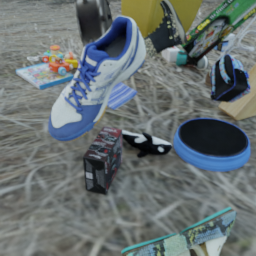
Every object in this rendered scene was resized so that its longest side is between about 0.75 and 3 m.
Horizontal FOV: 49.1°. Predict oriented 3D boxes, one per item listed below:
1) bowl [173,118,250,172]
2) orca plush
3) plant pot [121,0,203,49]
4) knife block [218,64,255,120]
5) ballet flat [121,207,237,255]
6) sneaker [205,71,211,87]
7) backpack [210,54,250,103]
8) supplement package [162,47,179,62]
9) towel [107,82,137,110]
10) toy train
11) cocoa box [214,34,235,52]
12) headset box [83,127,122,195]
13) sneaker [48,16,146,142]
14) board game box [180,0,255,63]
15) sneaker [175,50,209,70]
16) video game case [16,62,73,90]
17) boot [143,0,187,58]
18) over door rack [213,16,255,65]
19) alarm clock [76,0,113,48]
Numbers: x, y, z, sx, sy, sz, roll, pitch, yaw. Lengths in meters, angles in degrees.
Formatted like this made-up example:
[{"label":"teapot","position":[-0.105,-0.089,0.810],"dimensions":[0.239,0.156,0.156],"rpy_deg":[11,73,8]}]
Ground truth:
[{"label":"bowl","position":[2.593,0.418,8.714],"dimensions":[2.324,0.456,2.324],"rpy_deg":[0,34,0]},{"label":"orca plush","position":[0.351,0.538,8.360],"dimensions":[1.814,0.954,0.645],"rpy_deg":[21,72,10]},{"label":"plant pot","position":[1.112,-4.389,10.744],"dimensions":[2.321,2.390,2.337],"rpy_deg":[-8,34,-33]},{"label":"knife block","position":[4.835,-1.766,10.191],"dimensions":[2.824,2.479,0.904],"rpy_deg":[-15,35,-21]},{"label":"ballet flat","position":[1.175,2.405,5.494],"dimensions":[2.669,0.991,0.991],"rpy_deg":[-15,36,-18]},{"label":"sneaker","position":[4.217,-2.029,12.253],"dimensions":[1.736,0.656,0.611],"rpy_deg":[18,38,26]},{"label":"backpack","position":[2.879,-1.435,8.034],"dimensions":[0.800,1.085,1.189],"rpy_deg":[8,66,-18]},{"label":"supplement package","position":[2.369,-4.108,15.448],"dimensions":[0.634,0.626,1.045],"rpy_deg":[-9,34,-14]},{"label":"towel","position":[-0.677,-1.199,8.135],"dimensions":[1.626,0.194,1.177],"rpy_deg":[35,46,18]},{"label":"toy train","position":[-3.627,-3.482,13.963],"dimensions":[2.965,0.825,2.227],"rpy_deg":[29,32,36]},{"label":"cocoa box","position":[5.567,-5.279,16.970],"dimensions":[0.924,0.909,1.385],"rpy_deg":[-16,37,-23]},{"label":"headset box","position":[-0.602,0.790,7.494],"dimensions":[0.589,1.167,1.570],"rpy_deg":[10,34,13]},{"label":"sneaker","position":[-0.789,-1.067,5.789],"dimensions":[1.096,1.283,2.911],"rpy_deg":[32,80,19]},{"label":"board game box","position":[2.981,-3.312,8.905],"dimensions":[1.436,2.741,0.322],"rpy_deg":[20,35,-56]},{"label":"sneaker","position":[3.059,-3.429,14.159],"dimensions":[1.247,0.863,2.065],"rpy_deg":[-5,25,-17]},{"label":"video game case","position":[-4.033,-2.559,13.455],"dimensions":[1.770,0.220,2.473],"rpy_deg":[-27,41,-34]},{"label":"boot","position":[0.890,-2.851,8.030],"dimensions":[1.186,0.567,1.570],"rpy_deg":[-25,70,13]},{"label":"over door rack","position":[3.983,-3.107,9.505],"dimensions":[0.891,1.977,2.676],"rpy_deg":[29,71,-1]},{"label":"alarm clock","position":[-0.895,-3.181,8.823],"dimensions":[0.926,1.876,2.781],"rpy_deg":[-7,11,4]}]
